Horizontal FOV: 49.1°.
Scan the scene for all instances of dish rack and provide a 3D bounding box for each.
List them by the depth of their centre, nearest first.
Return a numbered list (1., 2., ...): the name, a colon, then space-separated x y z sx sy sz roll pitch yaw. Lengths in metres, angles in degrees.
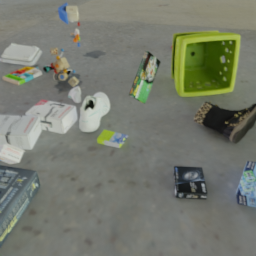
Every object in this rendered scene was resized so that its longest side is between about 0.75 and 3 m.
1. dish rack: -6.711 -4.674 17.534 2.195 0.478 1.884 7 46 2

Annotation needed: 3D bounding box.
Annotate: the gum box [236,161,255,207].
1. gum box: 4.494 1.735 8.425 2.011 0.448 1.709 1 31 35

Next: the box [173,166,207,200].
1. box: 1.981 1.757 9.053 0.960 0.261 1.198 3 36 4

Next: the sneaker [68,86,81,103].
1. sneaker: -2.641 -1.546 13.597 0.607 0.516 1.373 -14 30 2

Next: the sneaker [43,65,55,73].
1. sneaker: -4.534 -3.439 16.218 0.943 0.394 0.570 -2 30 11

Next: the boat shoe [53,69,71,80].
1. boat shoe: -3.650 -2.983 15.538 0.408 0.473 1.301 10 32 19

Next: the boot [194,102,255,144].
1. boot: 4.205 -0.548 11.730 2.015 0.979 2.676 27 50 32

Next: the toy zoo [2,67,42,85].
1. toy zoo: -5.833 -3.010 15.792 1.308 0.204 1.994 20 40 26

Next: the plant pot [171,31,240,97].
1. plant pot: 3.642 -3.464 14.280 2.868 2.882 2.615 -6 30 -6

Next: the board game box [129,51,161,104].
1. board game box: 0.641 -1.876 10.549 0.206 1.755 0.919 20 -3 38

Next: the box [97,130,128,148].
1. box: -0.592 0.433 10.915 1.064 0.254 0.649 12 37 17

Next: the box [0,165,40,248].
1. box: -4.233 2.258 7.921 2.320 0.750 2.942 6 35 10

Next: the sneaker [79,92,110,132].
1. sneaker: -1.419 -0.970 12.187 0.970 1.105 2.758 4 34 8

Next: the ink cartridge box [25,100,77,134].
1. ink cartridge box: -3.198 -0.488 11.808 1.719 0.729 1.252 13 38 15

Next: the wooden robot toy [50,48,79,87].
1. wooden robot toy: -2.024 -1.770 8.286 0.581 1.318 0.598 -24 13 16

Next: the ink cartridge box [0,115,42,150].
1. ink cartridge box: -4.451 0.161 10.858 1.815 0.757 1.318 2 36 3

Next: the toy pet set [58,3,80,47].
1. toy pet set: -2.377 -4.211 11.323 0.737 1.295 1.387 -3 60 -6

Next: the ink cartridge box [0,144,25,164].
1. ink cartridge box: -3.268 0.724 7.655 0.969 0.558 0.329 -15 53 50
